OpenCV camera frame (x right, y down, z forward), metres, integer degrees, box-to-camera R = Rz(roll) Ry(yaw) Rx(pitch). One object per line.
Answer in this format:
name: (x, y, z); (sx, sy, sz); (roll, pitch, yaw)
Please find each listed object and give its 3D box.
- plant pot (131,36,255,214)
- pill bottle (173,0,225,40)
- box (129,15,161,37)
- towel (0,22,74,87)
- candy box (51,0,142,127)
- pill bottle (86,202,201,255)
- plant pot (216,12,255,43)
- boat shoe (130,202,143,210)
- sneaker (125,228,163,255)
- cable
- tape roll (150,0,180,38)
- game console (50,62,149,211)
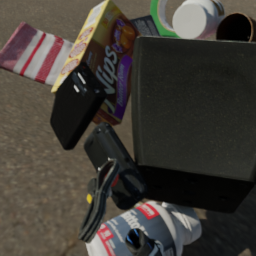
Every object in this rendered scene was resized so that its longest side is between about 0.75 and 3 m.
plant pot: (1.432, 0.166, 5.996); (2.954, 2.961, 2.627); (8, 61, 11)
pill bottle: (2.141, -3.296, 8.484); (1.224, 1.224, 2.141); (18, 30, 21)
box: (0.013, -3.310, 10.621); (1.910, 1.023, 1.418); (-23, -1, -23)
towel: (-2.280, -2.122, 8.793); (2.988, 0.340, 2.152); (19, 50, -12)
candy box: (-0.594, -1.639, 7.168); (0.811, 1.675, 2.871); (-13, 50, 42)
pill bottle: (0.383, 2.556, 6.438); (2.433, 1.455, 1.455); (-20, 43, -23)
plant pot: (3.373, -2.686, 8.120); (1.203, 1.124, 1.124); (-11, 37, -37)
boat shoe: (0.221, 2.184, 7.865); (0.787, 0.294, 0.269); (26, 40, 18)
sneaker: (0.251, 1.957, 4.765); (0.459, 1.257, 0.703); (-39, 89, -9)
cable: (-0.313, 0.976, 3.976); (0.845, 0.438, 1.739); (-49, 13, 2)
tape roll: (2.081, -4.614, 10.774); (2.507, 2.507, 0.602); (25, 23, 28)
game console: (-0.639, 0.250, 5.247); (0.338, 1.655, 2.806); (-12, 61, -43)
